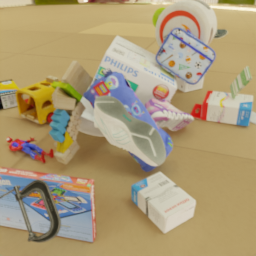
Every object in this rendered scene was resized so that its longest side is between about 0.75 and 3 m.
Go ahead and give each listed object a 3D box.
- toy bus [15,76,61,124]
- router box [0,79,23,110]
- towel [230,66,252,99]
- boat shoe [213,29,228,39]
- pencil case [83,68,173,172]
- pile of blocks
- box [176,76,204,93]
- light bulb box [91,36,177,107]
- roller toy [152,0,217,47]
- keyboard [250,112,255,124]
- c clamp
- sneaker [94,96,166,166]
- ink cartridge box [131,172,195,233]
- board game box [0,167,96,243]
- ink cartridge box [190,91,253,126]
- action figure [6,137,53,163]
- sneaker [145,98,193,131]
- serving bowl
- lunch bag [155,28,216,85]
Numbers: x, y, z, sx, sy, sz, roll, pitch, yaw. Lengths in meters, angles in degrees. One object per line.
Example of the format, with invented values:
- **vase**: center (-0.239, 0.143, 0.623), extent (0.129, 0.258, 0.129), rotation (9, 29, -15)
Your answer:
- **toy bus**: center (-2.834, -1.219, 10.498), extent (2.474, 1.355, 2.622), rotation (-6, 31, -11)
- **router box**: center (-5.635, -1.232, 11.280), extent (2.342, 0.598, 1.747), rotation (-18, 35, -28)
- **towel**: center (3.970, -1.605, 9.913), extent (0.119, 1.014, 0.773), rotation (17, 47, -9)
- **boat shoe**: center (3.364, -3.691, 10.915), extent (0.967, 0.299, 0.352), rotation (-2, 67, 26)
- **pencil case**: center (0.066, -0.224, 7.457), extent (1.228, 2.828, 1.104), rotation (-38, 6, -5)
- **pile of blocks**: center (-1.817, -0.439, 7.610), extent (0.847, 2.726, 1.119), rotation (12, 1, 37)
- **box**: center (2.544, -2.737, 12.793), extent (1.094, 1.674, 1.665), rotation (-15, 34, -24)
- **light bulb box**: center (0.238, -1.851, 10.405), extent (2.665, 1.678, 2.689), rotation (25, 30, -7)
- **roller toy**: center (2.184, -3.640, 10.402), extent (2.024, 2.219, 1.551), rotation (-12, 22, 36)
- **keyboard**: center (4.963, -0.140, 9.916), extent (0.659, 0.125, 2.342), rotation (-27, 38, -28)
- **c clamp**: center (-1.704, 1.483, 4.946), extent (1.048, 0.166, 1.227), rotation (-37, 68, 9)
- **sneaker**: center (-0.003, 0.141, 5.699), extent (1.870, 0.749, 0.658), rotation (43, 48, 21)
- **ink cartridge box**: center (0.774, 1.661, 6.394), extent (0.898, 0.518, 1.230), rotation (-18, 35, -28)
- **board game box**: center (-2.034, 1.512, 5.736), extent (2.785, 1.434, 0.271), rotation (6, 27, 10)
- **ink cartridge box**: center (3.424, -0.778, 10.335), extent (2.076, 0.698, 1.206), rotation (10, 33, 20)
- **action figure**: center (-3.049, 0.570, 8.417), extent (1.737, 0.449, 0.568), rotation (13, 35, 27)
- **sneaker**: center (1.297, -0.481, 9.045), extent (2.085, 0.838, 0.922), rotation (7, 52, -44)
- **serving bowl**: center (-1.320, -0.501, 9.347), extent (2.532, 0.833, 2.532), rotation (24, 26, -12)
- **lunch bag**: center (1.934, -2.481, 9.580), extent (1.879, 1.506, 0.710), rotation (36, 17, 3)
